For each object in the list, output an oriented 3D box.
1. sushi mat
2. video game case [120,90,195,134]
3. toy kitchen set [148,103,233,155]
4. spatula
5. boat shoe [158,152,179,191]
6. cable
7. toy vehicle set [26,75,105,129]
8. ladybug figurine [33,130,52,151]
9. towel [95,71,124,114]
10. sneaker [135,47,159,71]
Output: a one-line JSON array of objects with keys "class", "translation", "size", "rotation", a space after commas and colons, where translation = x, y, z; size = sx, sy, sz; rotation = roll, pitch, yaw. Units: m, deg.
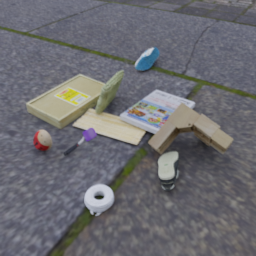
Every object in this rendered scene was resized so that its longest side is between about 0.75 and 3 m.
[{"class": "sushi mat", "translation": [-0.609, -0.089, 10.200], "size": [2.600, 0.157, 1.244], "rotation": [16, 42, 18]}, {"class": "video game case", "translation": [1.164, -0.652, 10.677], "size": [1.824, 0.230, 2.547], "rotation": [24, 40, 29]}, {"class": "toy kitchen set", "translation": [2.011, 0.558, 8.982], "size": [1.892, 1.544, 1.707], "rotation": [40, 87, 21]}, {"class": "spatula", "translation": [-1.611, 0.479, 9.320], "size": [0.145, 0.400, 1.415], "rotation": [3, 34, 43]}, {"class": "boat shoe", "translation": [1.215, 1.225, 8.337], "size": [0.589, 0.555, 1.641], "rotation": [-10, 22, 18]}, {"class": "cable", "translation": [-0.797, 1.906, 7.620], "size": [0.803, 0.278, 0.803], "rotation": [-25, 45, -28]}, {"class": "toy vehicle set", "translation": [-2.303, -1.179, 11.350], "size": [1.858, 0.396, 2.991], "rotation": [25, 45, 28]}, {"class": "ladybug figurine", "translation": [-2.780, 0.436, 8.988], "size": [0.358, 0.996, 0.676], "rotation": [-31, 87, -37]}, {"class": "towel", "translation": [-0.724, -1.396, 10.845], "size": [0.327, 1.330, 1.792], "rotation": [28, 40, 3]}, {"class": "sneaker", "translation": [0.862, -3.331, 13.902], "size": [0.693, 0.657, 1.716], "rotation": [-7, 32, 51]}]
